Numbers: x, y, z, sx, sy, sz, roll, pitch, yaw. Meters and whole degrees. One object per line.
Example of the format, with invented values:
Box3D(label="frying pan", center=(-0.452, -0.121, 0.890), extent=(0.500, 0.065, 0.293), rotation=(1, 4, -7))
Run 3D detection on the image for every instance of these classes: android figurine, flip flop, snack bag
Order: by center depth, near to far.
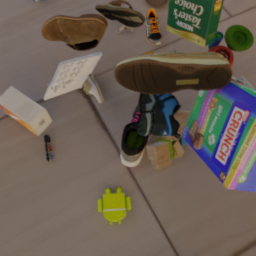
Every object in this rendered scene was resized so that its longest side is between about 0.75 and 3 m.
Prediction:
Box3D(label="snack bag", center=(-1.456, -1.300, 7.263), extent=(0.161, 1.508, 1.422), rotation=(51, 44, 7))
Box3D(label="android figurine", center=(-0.455, 2.564, 9.251), extent=(1.089, 0.246, 1.196), rotation=(-6, 66, -3))
Box3D(label="flip flop", center=(-0.272, -3.931, 9.357), extent=(2.177, 0.883, 0.627), rotation=(33, 89, 42))

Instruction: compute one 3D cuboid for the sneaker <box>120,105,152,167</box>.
Box3D(label="sneaker", center=(0.414, 0.011, 9.859), extent=(0.986, 1.169, 2.672), rotation=(18, 68, 8))

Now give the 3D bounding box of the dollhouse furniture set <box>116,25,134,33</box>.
Box3D(label="dollhouse furniture set", center=(-0.269, -4.514, 12.455), extent=(0.625, 0.698, 0.881), rotation=(-44, 40, 24))

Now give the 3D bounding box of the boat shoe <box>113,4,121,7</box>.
Box3D(label="boat shoe", center=(-0.581, -5.406, 12.694), extent=(0.347, 0.328, 0.965), rotation=(20, 68, 9))

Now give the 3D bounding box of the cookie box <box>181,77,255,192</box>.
Box3D(label="cookie box", center=(2.730, -0.030, 7.492), extent=(0.997, 2.269, 2.652), rotation=(8, 25, -21))

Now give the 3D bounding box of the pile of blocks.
Box3D(label="pile of blocks", center=(1.548, 0.355, 10.033), extent=(2.737, 1.124, 0.851), rotation=(-44, 30, -26))

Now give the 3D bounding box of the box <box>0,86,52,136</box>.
Box3D(label="box", center=(-3.756, -0.598, 10.203), extent=(1.649, 1.026, 0.804), rotation=(33, 70, 13))

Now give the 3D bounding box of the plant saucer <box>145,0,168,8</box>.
Box3D(label="plant saucer", center=(1.320, -6.010, 13.036), extent=(1.146, 0.197, 1.146), rotation=(0, 67, -1))

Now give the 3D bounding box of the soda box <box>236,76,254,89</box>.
Box3D(label="soda box", center=(4.545, -0.521, 10.221), extent=(0.877, 0.944, 2.766), rotation=(-28, 70, -11))

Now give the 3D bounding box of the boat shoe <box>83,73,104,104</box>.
Box3D(label="boat shoe", center=(-1.444, -1.538, 10.887), extent=(0.568, 0.621, 1.662), rotation=(-25, 58, -8))

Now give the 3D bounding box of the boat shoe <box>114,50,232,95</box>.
Box3D(label="boat shoe", center=(1.115, -1.547, 7.290), extent=(2.909, 1.043, 1.108), rotation=(3, 48, 0))

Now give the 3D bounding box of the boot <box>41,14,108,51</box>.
Box3D(label="boot", center=(-2.034, -3.198, 9.646), extent=(2.692, 0.991, 1.016), rotation=(4, 72, 28))

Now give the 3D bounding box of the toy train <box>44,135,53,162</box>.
Box3D(label="toy train", center=(-2.871, 0.733, 10.100), extent=(0.243, 0.181, 1.059), rotation=(-7, 65, -16))

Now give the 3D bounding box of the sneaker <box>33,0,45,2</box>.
Box3D(label="sneaker", center=(-4.053, -6.606, 13.144), extent=(0.706, 0.639, 1.658), rotation=(4, 73, -9))

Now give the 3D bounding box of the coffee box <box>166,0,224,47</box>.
Box3D(label="coffee box", center=(2.112, -4.148, 8.701), extent=(0.629, 2.861, 1.759), rotation=(-34, 55, -28))

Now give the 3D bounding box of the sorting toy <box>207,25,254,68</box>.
Box3D(label="sorting toy", center=(3.422, -2.766, 10.003), extent=(1.241, 0.848, 2.066), rotation=(44, 75, 7))

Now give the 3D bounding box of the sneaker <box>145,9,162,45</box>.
Box3D(label="sneaker", center=(1.062, -4.345, 12.051), extent=(0.679, 0.670, 1.734), rotation=(-11, 68, -7))

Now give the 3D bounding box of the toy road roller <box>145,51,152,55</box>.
Box3D(label="toy road roller", center=(0.771, -2.543, 11.332), extent=(0.683, 0.575, 0.936), rotation=(37, 76, 2))

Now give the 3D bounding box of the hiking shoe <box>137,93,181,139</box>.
Box3D(label="hiking shoe", center=(0.946, -0.785, 8.349), extent=(1.178, 1.011, 2.718), rotation=(12, 53, -6))
